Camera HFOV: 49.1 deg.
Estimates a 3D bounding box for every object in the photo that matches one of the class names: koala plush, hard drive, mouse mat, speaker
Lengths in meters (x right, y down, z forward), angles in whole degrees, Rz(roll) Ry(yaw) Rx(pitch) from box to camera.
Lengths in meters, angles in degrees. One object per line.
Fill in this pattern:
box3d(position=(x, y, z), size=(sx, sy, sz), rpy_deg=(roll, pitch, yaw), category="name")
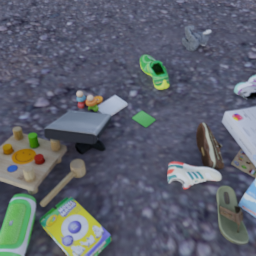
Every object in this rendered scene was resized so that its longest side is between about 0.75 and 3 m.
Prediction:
box3d(position=(3.528, -4.469, 14.107), size=(1.228, 1.089, 1.129), rpy_deg=(-14, 60, -13), category="koala plush")
box3d(position=(-0.687, -0.855, 11.253), size=(1.115, 0.149, 0.736), rpy_deg=(-36, 56, -28), category="hard drive")
box3d(position=(0.605, -0.343, 10.859), size=(0.779, 0.029, 0.627), rpy_deg=(35, 56, 29), category="mouse mat")
box3d(position=(-2.998, 2.698, 7.521), size=(0.768, 0.768, 1.738), rpy_deg=(0, 47, 0), category="speaker")
box3d(position=(-1.617, -0.084, 9.638), size=(1.655, 0.390, 2.371), rpy_deg=(6, 17, 6), category="hard drive")

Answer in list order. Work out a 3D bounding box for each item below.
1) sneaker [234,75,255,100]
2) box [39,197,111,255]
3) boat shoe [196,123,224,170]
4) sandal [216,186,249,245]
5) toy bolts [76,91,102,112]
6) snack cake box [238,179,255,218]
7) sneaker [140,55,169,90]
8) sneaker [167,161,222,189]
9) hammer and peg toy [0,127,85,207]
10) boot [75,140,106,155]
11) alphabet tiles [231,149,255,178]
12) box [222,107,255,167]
box3d(position=(5.324, -1.581, 11.694), size=(1.516, 0.589, 1.060), rpy_deg=(-29, 54, -13), category="sneaker")
box3d(position=(-1.505, 2.749, 7.676), size=(1.906, 0.461, 1.118), rpy_deg=(33, 54, 29), category="box")
box3d(position=(2.825, 0.646, 9.579), size=(0.691, 0.690, 1.868), rpy_deg=(8, 52, -10), category="boat shoe")
box3d(position=(2.902, 2.394, 7.950), size=(0.721, 0.518, 1.816), rpy_deg=(-1, 47, -1), category="sandal")
box3d(position=(-1.566, -1.187, 11.107), size=(0.975, 0.676, 0.931), rpy_deg=(10, 46, 23), category="toy bolts")
box3d(position=(4.614, 2.291, 7.806), size=(2.466, 0.829, 1.418), rpy_deg=(34, 57, 28), category="snack cake box")
box3d(position=(1.221, -2.656, 12.380), size=(0.851, 0.960, 2.298), rpy_deg=(-17, 48, -14), category="sneaker")
box3d(position=(2.033, 1.596, 8.763), size=(1.682, 0.592, 0.786), rpy_deg=(11, 65, 9), category="sneaker")
box3d(position=(-2.870, 1.080, 8.636), size=(2.823, 0.995, 2.076), rpy_deg=(15, 38, 14), category="hammer and peg toy")
box3d(position=(-1.334, 0.669, 9.690), size=(0.767, 0.346, 0.936), rpy_deg=(-32, 47, -29), category="boot")
box3d(position=(4.498, 1.064, 9.518), size=(1.393, 0.063, 1.666), rpy_deg=(31, 54, 26), category="alphabet tiles")
box3d(position=(5.288, 0.099, 9.988), size=(2.965, 0.610, 2.312), rpy_deg=(-10, 46, -13), category="box")
